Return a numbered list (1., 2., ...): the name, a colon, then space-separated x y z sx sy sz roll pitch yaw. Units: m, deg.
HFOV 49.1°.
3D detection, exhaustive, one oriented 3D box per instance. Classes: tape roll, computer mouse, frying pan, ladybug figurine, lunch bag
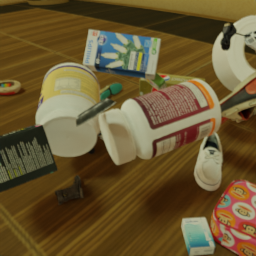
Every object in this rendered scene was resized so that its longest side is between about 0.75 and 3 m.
1. tape roll: 3.814 -2.198 8.664 2.306 2.306 0.806 -12 0 -16
2. computer mouse: -0.690 0.271 10.603 2.162 0.474 1.185 -19 35 -16
3. computer mouse: 2.772 -1.811 6.033 1.571 0.345 0.861 15 49 6
4. frying pan: -0.467 -0.340 4.718 0.755 0.203 1.248 -27 11 25
5. ladybug figurine: -5.862 -1.915 13.559 1.304 0.469 0.885 -4 43 -8
6. lunch bag: 3.563 2.389 7.110 2.532 1.037 2.230 25 42 30

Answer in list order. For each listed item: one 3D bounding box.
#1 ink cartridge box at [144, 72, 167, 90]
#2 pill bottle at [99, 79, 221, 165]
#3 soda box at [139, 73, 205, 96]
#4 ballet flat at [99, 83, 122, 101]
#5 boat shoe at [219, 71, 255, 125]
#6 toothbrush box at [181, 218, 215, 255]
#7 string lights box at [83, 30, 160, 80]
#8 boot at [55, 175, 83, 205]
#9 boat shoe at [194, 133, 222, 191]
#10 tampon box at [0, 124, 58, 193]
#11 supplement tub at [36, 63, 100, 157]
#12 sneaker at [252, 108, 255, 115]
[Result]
1. ink cartridge box: 0.831 -1.848 10.154 0.354 0.619 1.192 -46 69 -1
2. pill bottle: 0.633 -0.113 5.875 2.277 1.300 1.300 -19 39 -15
3. soda box: 2.023 -1.832 13.027 2.924 0.990 0.936 9 37 12
4. ballet flat: -0.975 -1.748 13.342 0.592 0.592 1.674 24 42 29
5. boat shoe: 2.988 -0.578 7.434 0.898 2.522 0.789 -22 74 -24
6. toothbrush box: 1.771 2.764 7.173 0.629 0.367 0.860 -3 36 -4
7. string lights box: -0.199 -2.475 9.544 2.427 1.247 0.716 9 -4 4
8. boot: -1.811 1.857 8.479 0.809 0.322 0.929 -9 39 -14
9. boat shoe: 2.673 0.999 9.275 0.873 0.776 2.374 6 36 8
10. tampon box: -2.556 0.663 6.032 1.662 1.049 1.245 -20 8 -22
11. supplement tub: -1.741 -0.577 8.415 1.843 1.843 2.535 -3 42 -5
12. sneaker: 4.961 -1.018 12.316 0.699 0.492 1.317 -6 37 -13
